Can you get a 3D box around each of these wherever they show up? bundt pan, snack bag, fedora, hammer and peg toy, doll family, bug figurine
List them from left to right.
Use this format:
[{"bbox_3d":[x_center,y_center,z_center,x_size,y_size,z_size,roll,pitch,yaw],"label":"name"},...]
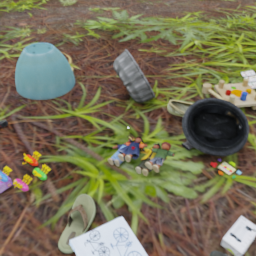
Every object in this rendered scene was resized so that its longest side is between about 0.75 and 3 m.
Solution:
[{"bbox_3d":[-3.536,1.508,9.403,1.380,0.458,1.779,31,34,21],"label":"bug figurine"},{"bbox_3d":[-0.481,3.327,7.418,1.740,0.186,1.641,-16,43,-27],"label":"snack bag"},{"bbox_3d":[0.185,-2.213,12.719,0.960,2.557,2.557,-31,42,4],"label":"bundt pan"},{"bbox_3d":[0.443,0.864,9.959,2.506,0.983,1.449,17,47,24],"label":"doll family"},{"bbox_3d":[3.188,0.059,10.537,2.410,1.100,2.410,-1,74,3],"label":"fedora"},{"bbox_3d":[4.710,-1.453,12.863,2.422,0.854,1.782,-6,41,-7],"label":"hammer and peg toy"}]

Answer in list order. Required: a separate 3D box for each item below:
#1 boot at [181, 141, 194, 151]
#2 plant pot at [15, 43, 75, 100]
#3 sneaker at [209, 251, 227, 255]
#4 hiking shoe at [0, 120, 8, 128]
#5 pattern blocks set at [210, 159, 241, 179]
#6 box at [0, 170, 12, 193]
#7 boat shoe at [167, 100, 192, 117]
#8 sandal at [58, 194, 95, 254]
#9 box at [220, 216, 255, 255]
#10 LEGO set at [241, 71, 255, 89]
[{"bbox_3d":[2.470,0.723,10.697,0.518,0.275,0.787,-33,40,-27],"label":"boot"},{"bbox_3d":[-4.224,-3.011,13.872,2.945,1.983,2.945,0,40,0],"label":"plant pot"},{"bbox_3d":[2.735,3.416,6.895,1.441,0.832,0.541,32,48,32],"label":"sneaker"},{"bbox_3d":[-5.460,-0.110,11.705,0.802,0.304,0.404,-21,27,-28],"label":"hiking shoe"},{"bbox_3d":[3.478,1.440,9.915,0.811,0.075,0.922,-20,43,-22],"label":"pattern blocks set"},{"bbox_3d":[-4.870,1.966,9.047,1.212,0.346,1.771,27,46,29],"label":"box"},{"bbox_3d":[2.655,-0.727,11.821,1.997,0.628,0.728,19,75,6],"label":"boat shoe"},{"bbox_3d":[-1.430,2.668,8.052,0.732,0.526,1.843,7,40,8],"label":"sandal"},{"bbox_3d":[3.120,3.025,7.784,0.610,0.314,1.046,32,48,33],"label":"box"},{"bbox_3d":[7.216,-2.558,14.696,2.118,0.520,1.582,-10,40,5],"label":"LEGO set"}]
